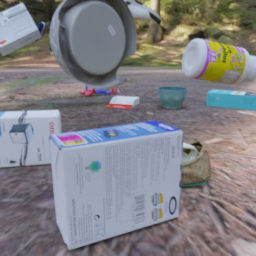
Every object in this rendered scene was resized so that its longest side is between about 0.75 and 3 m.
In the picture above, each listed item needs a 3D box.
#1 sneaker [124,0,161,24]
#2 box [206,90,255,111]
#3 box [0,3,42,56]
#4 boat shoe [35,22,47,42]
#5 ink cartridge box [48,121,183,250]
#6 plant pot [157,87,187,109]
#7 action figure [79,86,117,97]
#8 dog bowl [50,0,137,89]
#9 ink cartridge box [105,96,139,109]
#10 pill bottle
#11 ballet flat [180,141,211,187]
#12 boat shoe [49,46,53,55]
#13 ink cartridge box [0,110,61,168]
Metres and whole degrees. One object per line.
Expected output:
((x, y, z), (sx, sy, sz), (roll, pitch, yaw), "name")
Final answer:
((0.358, -4.448, 10.812), (1.955, 0.782, 0.721), (23, 17, -14), "sneaker")
((5.333, -1.335, 13.436), (2.874, 0.706, 1.182), (9, 18, 29), "box")
((-3.482, -3.020, 8.489), (1.270, 0.335, 1.629), (-29, 57, -8), "box")
((-2.915, -3.197, 9.390), (0.271, 0.750, 0.272), (47, 35, 2), "boat shoe")
((0.003, 0.743, 4.321), (2.194, 1.497, 0.838), (-7, 17, -24), "ink cartridge box")
((2.089, -1.418, 13.297), (1.411, 0.945, 1.411), (0, 15, 0), "plant pot")
((-1.871, -2.493, 17.036), (2.317, 1.147, 0.756), (-11, 18, -28), "action figure")
((-1.050, -2.704, 8.571), (2.927, 2.927, 0.858), (-14, 22, -42), "dog bowl")
((-0.301, -1.272, 13.847), (1.260, 0.372, 1.575), (7, 15, 22), "ink cartridge box")
((2.290, -1.561, 6.844), (1.779, 0.928, 0.928), (5, 13, -19), "pill bottle")
((0.263, 0.709, 5.458), (2.988, 0.975, 1.053), (-6, 16, -21), "ballet flat")
((-1.724, -3.641, 10.548), (2.890, 0.872, 1.093), (-29, 32, -12), "boat shoe")
((-2.457, 0.243, 6.701), (1.644, 1.204, 0.706), (-3, 16, -10), "ink cartridge box")
